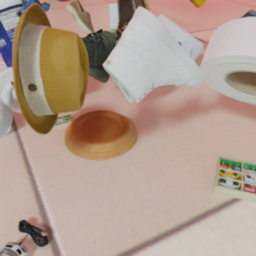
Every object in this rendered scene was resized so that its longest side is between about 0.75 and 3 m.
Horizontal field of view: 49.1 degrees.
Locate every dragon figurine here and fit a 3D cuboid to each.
[{"bbox_3d":[-2.585,-3.479,7.903,0.925,0.547,1.860,-12,50,30],"label":"dragon figurine"}]

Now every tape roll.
[{"bbox_3d":[3.068,-1.410,6.589,2.635,2.635,0.922,18,82,23],"label":"tape roll"}]

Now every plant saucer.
[{"bbox_3d":[-0.905,0.101,9.251,2.432,0.455,2.432,0,37,0],"label":"plant saucer"}]

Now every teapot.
[{"bbox_3d":[1.961,-3.723,13.183,2.808,2.078,2.845,41,23,11],"label":"teapot"},{"bbox_3d":[-2.790,-0.336,5.047,1.246,0.922,1.262,17,56,6],"label":"teapot"}]

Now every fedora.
[{"bbox_3d":[-1.214,-0.974,4.947,0.920,2.256,2.256,1,37,3],"label":"fedora"}]

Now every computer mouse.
[{"bbox_3d":[-2.448,2.698,5.857,0.885,0.354,1.615,20,35,18],"label":"computer mouse"}]

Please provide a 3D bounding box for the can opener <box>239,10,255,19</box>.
[{"bbox_3d":[2.916,-2.531,7.232,0.472,0.377,1.413,30,-5,-5],"label":"can opener"}]

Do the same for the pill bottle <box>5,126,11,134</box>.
[{"bbox_3d":[-4.451,-0.400,9.631,0.797,0.797,1.375,-14,39,-19],"label":"pill bottle"}]

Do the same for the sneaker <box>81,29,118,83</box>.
[{"bbox_3d":[-1.138,-2.162,7.168,2.303,1.319,0.880,21,18,-40],"label":"sneaker"}]

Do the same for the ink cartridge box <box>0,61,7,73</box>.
[{"bbox_3d":[-5.731,-2.055,11.658,1.427,1.032,1.051,-28,45,-32],"label":"ink cartridge box"}]

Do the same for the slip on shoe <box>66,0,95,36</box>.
[{"bbox_3d":[-1.260,-3.132,8.035,0.420,0.527,1.387,-40,68,10],"label":"slip on shoe"}]

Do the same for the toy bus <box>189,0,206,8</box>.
[{"bbox_3d":[2.333,-5.512,10.833,1.811,0.589,0.709,37,13,-19],"label":"toy bus"}]

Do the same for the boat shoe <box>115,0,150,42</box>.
[{"bbox_3d":[0.146,-2.743,8.330,1.021,2.903,1.022,-29,34,-19],"label":"boat shoe"}]

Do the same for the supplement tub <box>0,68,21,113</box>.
[{"bbox_3d":[-2.623,-0.875,6.880,1.020,1.020,1.403,-10,3,-13],"label":"supplement tub"}]

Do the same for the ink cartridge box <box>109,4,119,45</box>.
[{"bbox_3d":[-0.289,-3.648,9.932,0.718,1.383,0.410,-1,10,0],"label":"ink cartridge box"}]

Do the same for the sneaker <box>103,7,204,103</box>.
[{"bbox_3d":[0.546,-1.148,6.025,2.675,1.546,0.986,26,14,-49],"label":"sneaker"}]

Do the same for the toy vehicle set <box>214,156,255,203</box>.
[{"bbox_3d":[3.395,1.453,7.577,1.991,0.264,1.237,10,38,14],"label":"toy vehicle set"}]

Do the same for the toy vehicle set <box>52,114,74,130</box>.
[{"bbox_3d":[-2.390,-0.221,9.965,0.847,0.112,0.526,-17,40,-21],"label":"toy vehicle set"}]

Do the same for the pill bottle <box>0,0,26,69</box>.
[{"bbox_3d":[-3.489,-3.099,8.797,1.611,2.784,1.611,-20,16,6],"label":"pill bottle"}]

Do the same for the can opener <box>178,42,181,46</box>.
[{"bbox_3d":[1.701,-3.455,11.173,0.939,0.250,0.314,19,80,23],"label":"can opener"}]
